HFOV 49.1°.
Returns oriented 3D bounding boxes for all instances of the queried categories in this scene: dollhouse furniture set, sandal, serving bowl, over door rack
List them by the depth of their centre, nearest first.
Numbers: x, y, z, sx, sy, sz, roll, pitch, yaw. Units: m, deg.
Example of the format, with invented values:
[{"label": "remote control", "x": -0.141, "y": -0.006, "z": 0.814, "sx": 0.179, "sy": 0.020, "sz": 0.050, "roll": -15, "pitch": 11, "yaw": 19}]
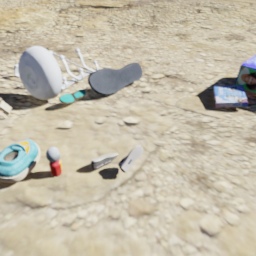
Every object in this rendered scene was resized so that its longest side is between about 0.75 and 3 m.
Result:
[{"label": "dollhouse furniture set", "x": -4.317, "y": -0.520, "z": 9.156, "sx": 0.877, "sy": 0.428, "sz": 0.748, "roll": -17, "pitch": 50, "yaw": 23}, {"label": "serving bowl", "x": -3.077, "y": -1.747, "z": 9.369, "sx": 1.840, "sy": 1.840, "sz": 0.605, "roll": 20, "pitch": 34, "yaw": 27}, {"label": "sandal", "x": -0.473, "y": -1.810, "z": 10.460, "sx": 2.466, "sy": 0.938, "sz": 0.528, "roll": -22, "pitch": 13, "yaw": -39}, {"label": "over door rack", "x": -2.953, "y": -2.563, "z": 11.398, "sx": 2.863, "sy": 0.954, "sz": 2.115, "roll": 19, "pitch": 38, "yaw": 26}]

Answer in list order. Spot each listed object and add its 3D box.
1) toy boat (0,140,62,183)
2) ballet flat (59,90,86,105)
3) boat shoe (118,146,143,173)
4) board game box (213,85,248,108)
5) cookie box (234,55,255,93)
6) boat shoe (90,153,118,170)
[{"label": "toy boat", "x": -2.395, "y": 0.732, "z": 6.801, "sx": 1.661, "sy": 0.772, "sz": 1.396, "roll": 6, "pitch": 35, "yaw": 9}, {"label": "ballet flat", "x": -1.954, "y": -1.024, "z": 9.661, "sx": 1.103, "sy": 0.399, "sz": 0.374, "roll": -33, "pitch": 88, "yaw": -40}, {"label": "boat shoe", "x": 0.034, "y": 0.722, "z": 6.838, "sx": 0.763, "sy": 0.285, "sz": 0.354, "roll": -49, "pitch": 20, "yaw": -9}, {"label": "board game box", "x": 3.479, "y": -1.088, "z": 9.588, "sx": 0.987, "sy": 0.215, "sz": 0.992, "roll": -2, "pitch": 42, "yaw": 11}, {"label": "cookie box", "x": 5.416, "y": -1.752, "z": 10.059, "sx": 2.417, "sy": 0.908, "sz": 2.067, "roll": 26, "pitch": 37, "yaw": 29}, {"label": "boat shoe", "x": -0.602, "y": 0.836, "z": 7.127, "sx": 0.824, "sy": 0.235, "sz": 0.276, "roll": -14, "pitch": 16, "yaw": -40}]
